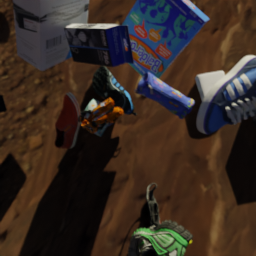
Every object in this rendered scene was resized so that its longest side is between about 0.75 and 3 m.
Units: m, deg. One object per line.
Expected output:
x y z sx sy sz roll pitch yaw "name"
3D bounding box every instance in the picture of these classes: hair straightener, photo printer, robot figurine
0.922 2.944 8.544 0.518 0.975 2.534 -7 70 7 "hair straightener"
3.190 -1.396 10.405 1.114 0.465 1.338 -9 70 -3 "photo printer"
-0.686 -0.244 6.739 1.062 0.770 0.309 -33 42 17 "robot figurine"

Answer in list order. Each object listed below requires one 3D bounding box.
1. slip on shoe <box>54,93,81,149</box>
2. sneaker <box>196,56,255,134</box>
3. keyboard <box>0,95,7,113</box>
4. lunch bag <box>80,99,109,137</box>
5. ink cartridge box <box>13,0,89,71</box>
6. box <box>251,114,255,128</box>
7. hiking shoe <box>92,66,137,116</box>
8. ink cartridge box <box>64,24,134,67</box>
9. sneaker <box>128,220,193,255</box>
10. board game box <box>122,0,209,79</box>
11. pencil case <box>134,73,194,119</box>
-1.668 -0.126 7.545 0.533 1.742 0.645 -17 45 -41 "slip on shoe"
3.489 -0.702 7.617 2.918 1.176 2.137 -48 44 -7 "sneaker"
-3.978 -0.675 7.725 0.147 1.148 0.689 -9 98 38 "keyboard"
-1.097 -0.387 9.942 0.930 0.666 1.092 28 78 11 "lunch bag"
-2.202 -3.381 8.207 1.154 2.741 1.982 33 46 17 "ink cartridge box"
5.206 -0.453 9.869 1.378 0.849 1.366 -10 72 -4 "box"
-0.580 -1.302 10.255 0.883 1.029 2.374 -41 52 18 "hiking shoe"
-0.828 -2.239 7.577 2.091 1.040 0.410 15 40 37 "ink cartridge box"
0.463 2.716 6.085 0.857 2.197 0.936 39 52 4 "sneaker"
0.845 -2.932 8.684 1.988 2.614 0.588 43 40 3 "board game box"
0.950 -0.819 7.253 1.577 0.685 0.615 29 101 -14 "pencil case"
